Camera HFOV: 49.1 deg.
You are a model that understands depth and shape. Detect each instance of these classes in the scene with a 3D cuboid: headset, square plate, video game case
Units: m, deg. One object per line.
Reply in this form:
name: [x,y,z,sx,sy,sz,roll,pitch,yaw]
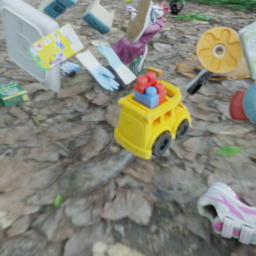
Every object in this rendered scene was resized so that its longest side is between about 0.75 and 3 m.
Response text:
headset: [1.507,-4.067,9.506,0.400,0.852,0.526,18,54,-41]
square plate: [-3.205,-2.659,8.973,2.640,2.615,0.375,36,52,19]
video game case: [-3.299,-3.173,14.951,0.961,0.241,1.061,22,39,31]

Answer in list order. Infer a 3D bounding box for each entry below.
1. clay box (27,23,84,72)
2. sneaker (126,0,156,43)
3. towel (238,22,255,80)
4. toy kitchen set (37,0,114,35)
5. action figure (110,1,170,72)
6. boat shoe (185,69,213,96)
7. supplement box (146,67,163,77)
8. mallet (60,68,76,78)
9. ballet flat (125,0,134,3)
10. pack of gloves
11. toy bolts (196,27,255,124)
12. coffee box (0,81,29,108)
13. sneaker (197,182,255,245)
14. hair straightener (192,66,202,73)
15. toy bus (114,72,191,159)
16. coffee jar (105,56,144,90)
clay box: [-1.644,-1.797,6.360,1.113,0.640,0.265,-35,14,-12]
sneaker: [0.398,-2.881,7.863,0.469,1.337,0.725,21,-4,20]
towel: [2.367,-1.420,4.794,0.817,0.954,0.230,-28,29,6]
toy kitchen set: [-2.166,-3.924,10.565,2.555,2.047,1.505,-1,66,50]
action figure: [0.531,-3.213,9.806,1.982,2.662,1.783,39,37,-23]
boat shoe: [2.417,-1.514,9.253,0.436,1.247,0.413,3,55,-45]
supplement box: [1.362,-2.909,14.500,0.885,0.294,0.304,28,42,35]
mallet: [-3.304,-2.899,14.253,1.271,0.262,0.419,20,40,0]
ballet flat: [-0.037,-5.289,11.045,0.445,0.447,1.332,-34,34,11]
pack of gloves: [-0.597,-1.920,8.558,1.570,0.310,1.319,49,53,3]
toy bolts: [3.026,-1.439,6.572,2.663,2.788,1.934,3,-3,5]
coffee box: [-5.275,-1.535,12.293,1.110,0.397,1.805,-27,42,-34]
sneaker: [2.445,2.166,6.288,0.978,0.902,2.218,-21,30,-27]
hair straightener: [3.669,-3.019,14.705,0.469,0.249,1.218,-7,34,-11]
toy bus: [0.602,-0.452,6.078,1.735,1.665,1.177,-30,47,-34]
coffee jar: [-0.251,-2.782,13.546,1.361,1.113,2.609,12,35,17]
